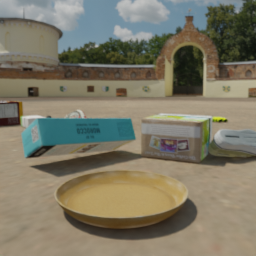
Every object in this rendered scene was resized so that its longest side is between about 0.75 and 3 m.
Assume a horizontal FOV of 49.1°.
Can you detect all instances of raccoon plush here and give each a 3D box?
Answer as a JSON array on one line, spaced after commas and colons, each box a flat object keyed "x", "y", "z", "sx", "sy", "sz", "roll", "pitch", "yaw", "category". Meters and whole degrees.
[{"x": -3.650, "y": 0.077, "z": 12.006, "sx": 1.561, "sy": 0.755, "sz": 1.046, "roll": -32, "pitch": 17, "yaw": -11, "category": "raccoon plush"}]

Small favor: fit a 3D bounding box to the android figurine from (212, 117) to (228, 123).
[{"x": 5.542, "y": -0.496, "z": 17.226, "sx": 1.041, "sy": 0.235, "sz": 1.144, "roll": -2, "pitch": 9, "yaw": -10, "category": "android figurine"}]

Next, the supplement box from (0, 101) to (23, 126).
[{"x": -7.215, "y": -0.843, "z": 15.816, "sx": 1.935, "sy": 1.285, "sz": 1.908, "roll": -6, "pitch": 10, "yaw": -39, "category": "supplement box"}]

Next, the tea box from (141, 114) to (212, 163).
[{"x": 1.490, "y": 0.237, "z": 8.391, "sx": 1.728, "sy": 1.154, "sz": 1.700, "roll": 4, "pitch": 10, "yaw": 26, "category": "tea box"}]

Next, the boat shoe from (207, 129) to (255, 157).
[{"x": 3.268, "y": 0.491, "z": 8.208, "sx": 2.198, "sy": 0.791, "sz": 0.682, "roll": 9, "pitch": -40, "yaw": -25, "category": "boat shoe"}]

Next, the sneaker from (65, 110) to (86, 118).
[{"x": -2.188, "y": -0.085, "z": 11.000, "sx": 1.174, "sy": 1.113, "sz": 2.858, "roll": -5, "pitch": 9, "yaw": -25, "category": "sneaker"}]

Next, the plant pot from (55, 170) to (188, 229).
[{"x": -0.108, "y": 1.169, "z": 4.802, "sx": 2.217, "sy": 0.305, "sz": 2.217, "roll": -1, "pitch": 8, "yaw": 0, "category": "plant pot"}]

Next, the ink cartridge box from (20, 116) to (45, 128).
[{"x": -4.961, "y": -0.311, "z": 14.676, "sx": 0.950, "sy": 0.548, "sz": 1.305, "roll": -6, "pitch": 10, "yaw": -36, "category": "ink cartridge box"}]

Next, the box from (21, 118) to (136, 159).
[{"x": -1.285, "y": 0.246, "z": 7.783, "sx": 2.915, "sy": 0.716, "sz": 1.199, "roll": -1, "pitch": -19, "yaw": -41, "category": "box"}]
